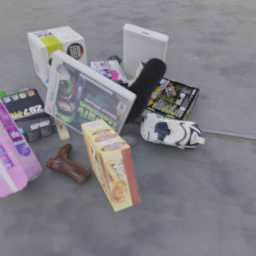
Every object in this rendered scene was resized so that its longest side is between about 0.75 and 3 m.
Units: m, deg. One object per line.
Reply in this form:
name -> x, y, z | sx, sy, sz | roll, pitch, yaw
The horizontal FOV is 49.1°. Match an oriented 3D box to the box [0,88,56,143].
box -> -4.226, -0.261, 10.072 | 2.614, 0.642, 2.107 | -20, 56, -24

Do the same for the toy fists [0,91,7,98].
toy fists -> -5.723, -1.026, 11.466 | 1.580, 0.543, 0.806 | -14, 32, -16

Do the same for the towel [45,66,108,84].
towel -> -2.043, -1.946, 10.827 | 2.225, 0.265, 1.611 | 26, 58, 37

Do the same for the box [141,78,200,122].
box -> 1.676, -1.047, 11.149 | 1.775, 0.549, 2.223 | 20, 48, 18

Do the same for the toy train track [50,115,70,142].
toy train track -> -2.686, -0.450, 10.778 | 1.550, 0.440, 2.703 | -13, 40, -16

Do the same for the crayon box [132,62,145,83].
crayon box -> 0.450, -1.625, 11.396 | 0.456, 1.767, 1.111 | 15, 32, -17

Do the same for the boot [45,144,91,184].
boot -> -1.639, 1.104, 8.716 | 1.382, 0.444, 1.288 | 18, 38, 18

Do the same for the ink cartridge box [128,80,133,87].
ink cartridge box -> 0.301, -1.784, 12.500 | 1.313, 0.442, 0.769 | -9, 38, -14

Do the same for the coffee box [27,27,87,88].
coffee box -> -3.232, -3.311, 13.143 | 2.047, 2.067, 2.070 | -20, 41, -23

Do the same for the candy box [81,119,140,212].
candy box -> -0.539, 0.828, 7.379 | 0.710, 1.482, 2.568 | -17, 20, -14

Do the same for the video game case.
video game case -> -1.342, -0.745, 8.824 | 2.706, 2.460, 0.316 | 31, 44, 5

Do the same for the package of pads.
package of pads -> -3.445, 0.454, 7.575 | 0.989, 2.614, 1.575 | -30, 3, -4

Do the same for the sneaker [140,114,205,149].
sneaker -> 1.577, 0.180, 9.579 | 1.606, 0.985, 2.468 | 16, -5, -28

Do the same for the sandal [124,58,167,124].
sandal -> 0.416, -1.264, 10.317 | 1.103, 0.662, 2.937 | 36, 79, 6

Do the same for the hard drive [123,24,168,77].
hard drive -> 0.633, -2.934, 11.513 | 1.723, 2.612, 0.349 | 20, 65, 9

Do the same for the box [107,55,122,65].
box -> -0.797, -3.047, 13.560 | 0.767, 0.458, 0.780 | -60, 26, -12

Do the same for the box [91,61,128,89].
box -> -0.842, -1.756, 11.661 | 1.220, 1.405, 2.127 | -7, 38, -13
